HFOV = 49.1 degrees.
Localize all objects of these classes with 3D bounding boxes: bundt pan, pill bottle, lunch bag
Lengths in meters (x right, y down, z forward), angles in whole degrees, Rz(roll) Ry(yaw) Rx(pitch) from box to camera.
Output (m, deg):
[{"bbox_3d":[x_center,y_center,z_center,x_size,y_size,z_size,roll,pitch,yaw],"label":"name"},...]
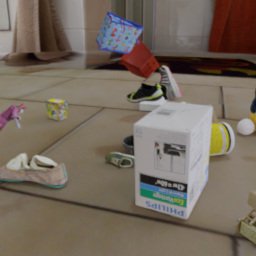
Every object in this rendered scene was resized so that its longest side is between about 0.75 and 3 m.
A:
[{"bbox_3d":[0.397,0.679,10.268,1.253,0.470,1.253,-1,21,0],"label":"bundt pan"},{"bbox_3d":[2.566,0.455,9.891,2.036,1.145,1.145,-6,21,-15],"label":"pill bottle"},{"bbox_3d":[-0.213,-3.062,9.401,1.408,1.060,0.662,8,43,-30],"label":"lunch bag"}]

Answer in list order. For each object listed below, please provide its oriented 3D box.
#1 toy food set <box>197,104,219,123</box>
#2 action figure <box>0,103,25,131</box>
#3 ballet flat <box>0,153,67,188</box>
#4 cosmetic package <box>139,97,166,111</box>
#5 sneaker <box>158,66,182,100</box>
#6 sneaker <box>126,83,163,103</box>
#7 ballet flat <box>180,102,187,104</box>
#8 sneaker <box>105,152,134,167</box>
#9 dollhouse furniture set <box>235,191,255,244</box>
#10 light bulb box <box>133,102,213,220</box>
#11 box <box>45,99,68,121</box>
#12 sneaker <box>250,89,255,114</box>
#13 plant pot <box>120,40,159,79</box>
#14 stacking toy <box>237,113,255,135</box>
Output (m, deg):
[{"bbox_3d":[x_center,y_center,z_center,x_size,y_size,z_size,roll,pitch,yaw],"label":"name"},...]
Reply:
[{"bbox_3d":[2.944,-0.370,12.207,2.057,1.307,0.324,-18,-9,-12],"label":"toy food set"},{"bbox_3d":[-2.888,-0.287,6.609,1.013,0.754,0.679,-45,30,-18],"label":"action figure"},{"bbox_3d":[-2.929,1.192,8.411,2.393,0.805,0.814,4,16,11],"label":"ballet flat"},{"bbox_3d":[1.414,-1.360,15.737,1.257,0.431,1.667,7,22,13],"label":"cosmetic package"},{"bbox_3d":[1.566,-1.898,11.990,0.844,0.712,1.930,-25,52,8],"label":"sneaker"},{"bbox_3d":[0.543,-1.291,9.811,1.552,0.643,0.557,0,32,39],"label":"sneaker"},{"bbox_3d":[2.860,-0.829,13.713,0.945,0.867,2.752,-7,21,-18],"label":"ballet flat"},{"bbox_3d":[-0.290,1.082,9.329,1.068,0.358,0.480,6,16,7],"label":"sneaker"},{"bbox_3d":[2.950,2.039,5.895,0.627,0.998,1.128,-13,23,-29],"label":"dollhouse furniture set"},{"bbox_3d":[1.271,0.725,7.520,1.437,2.303,2.283,9,22,27],"label":"light bulb box"},{"bbox_3d":[-3.527,-0.907,13.855,0.940,0.905,0.573,14,24,31],"label":"box"},{"bbox_3d":[4.499,-1.058,9.250,0.506,1.312,0.497,13,16,-11],"label":"sneaker"},{"bbox_3d":[0.664,-3.081,13.109,1.136,1.288,1.289,44,3,34],"label":"plant pot"},{"bbox_3d":[5.903,-0.391,11.879,2.703,1.975,1.975,-20,24,-7],"label":"stacking toy"}]
